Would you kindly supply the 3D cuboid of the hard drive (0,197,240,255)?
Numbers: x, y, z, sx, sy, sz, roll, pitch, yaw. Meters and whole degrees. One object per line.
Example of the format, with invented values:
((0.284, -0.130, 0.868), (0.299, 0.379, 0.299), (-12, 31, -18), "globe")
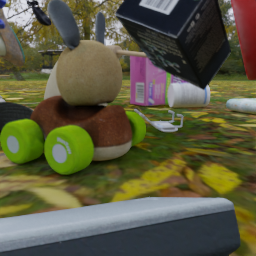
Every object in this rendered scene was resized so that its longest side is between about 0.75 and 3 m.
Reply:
((-0.535, 0.776, 1.919), (2.041, 0.336, 1.424), (-3, -12, -18), "hard drive")

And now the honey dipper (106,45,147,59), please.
((0.084, -2.762, 10.332), (0.508, 0.508, 2.673), (-11, 21, -42), "honey dipper")

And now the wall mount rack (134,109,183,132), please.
((0.814, -0.235, 7.668), (1.171, 0.502, 1.347), (-2, 11, -8), "wall mount rack")

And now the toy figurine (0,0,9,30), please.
((-3.123, -2.515, 5.511), (1.754, 2.928, 1.545), (-29, -35, 26), "toy figurine")

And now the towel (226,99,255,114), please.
((5.083, -0.864, 10.798), (1.981, 0.477, 1.696), (-8, 13, -33), "towel")

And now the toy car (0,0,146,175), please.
((-0.910, -0.815, 5.105), (2.092, 2.651, 2.178), (7, 13, 29), "toy car")

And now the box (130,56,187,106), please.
((1.496, -2.272, 13.106), (2.599, 2.286, 1.256), (-7, 13, -32), "box")

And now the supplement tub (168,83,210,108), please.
((2.581, -1.394, 11.970), (1.577, 1.041, 1.041), (-1, 12, -8), "supplement tub")

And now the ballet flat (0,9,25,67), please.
((-3.834, -2.845, 7.784), (0.967, 2.840, 0.955), (19, 48, 31), "ballet flat")

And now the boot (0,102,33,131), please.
((-3.082, -0.339, 7.713), (2.320, 0.786, 1.516), (6, 7, 19), "boot")

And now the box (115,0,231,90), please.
((1.200, -2.290, 6.832), (1.826, 1.317, 2.460), (34, 0, 34), "box")

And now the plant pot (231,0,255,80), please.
((3.070, -2.180, 5.335), (1.941, 2.132, 2.132), (-14, 5, 24), "plant pot")

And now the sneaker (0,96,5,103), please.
((-4.684, -0.816, 9.782), (1.771, 0.781, 0.720), (6, 13, 26), "sneaker")

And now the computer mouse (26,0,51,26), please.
((-2.648, -3.375, 8.332), (0.228, 0.865, 0.599), (-32, 15, 23), "computer mouse")

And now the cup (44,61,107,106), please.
((-2.331, -1.951, 12.337), (2.786, 1.992, 2.786), (0, 12, 0), "cup")
